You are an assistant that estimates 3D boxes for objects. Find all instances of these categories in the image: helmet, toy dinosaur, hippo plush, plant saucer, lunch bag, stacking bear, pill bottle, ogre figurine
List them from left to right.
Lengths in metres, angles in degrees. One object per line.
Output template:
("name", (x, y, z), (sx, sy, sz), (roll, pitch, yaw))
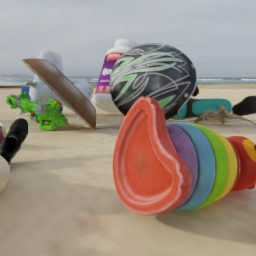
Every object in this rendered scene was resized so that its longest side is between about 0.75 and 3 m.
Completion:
("ogre figurine", (-2.316, -0.394, 7.619), (1.045, 1.743, 0.855), (15, 60, 26))
("lunch bag", (-3.207, -0.998, 10.596), (1.635, 1.082, 1.111), (2, -7, 15))
("hippo plush", (-2.009, -1.362, 8.885), (1.880, 1.863, 2.338), (15, 19, -4))
("plant saucer", (-1.604, -0.935, 7.129), (0.450, 2.462, 2.462), (-47, 20, -6))
("pill bottle", (-0.311, -1.951, 10.631), (1.497, 2.662, 1.497), (13, -14, 3))
("helmet", (0.622, -1.218, 7.655), (2.268, 2.268, 2.162), (-1, -20, -5))
("stacking bear", (0.765, 0.377, 2.961), (1.663, 1.010, 0.946), (5, -39, -32))
("toy dinosaur", (2.751, -0.346, 8.065), (1.799, 0.523, 0.909), (4, -1, 28))

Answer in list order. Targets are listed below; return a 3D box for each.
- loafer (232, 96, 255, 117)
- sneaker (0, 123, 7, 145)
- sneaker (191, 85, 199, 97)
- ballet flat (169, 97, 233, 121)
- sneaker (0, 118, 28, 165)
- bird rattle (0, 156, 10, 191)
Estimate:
("loafer", (3.493, -0.640, 7.946), (0.488, 0.503, 1.376), (-12, -3, -12))
("sneaker", (-3.003, 0.178, 5.450), (1.420, 0.532, 0.640), (-2, 16, 29))
("sneaker", (1.612, -1.142, 10.670), (2.621, 1.280, 0.926), (-31, -10, -13))
("ballet flat", (2.004, -0.635, 9.389), (2.795, 0.971, 0.971), (5, 10, 10))
("sneaker", (-1.790, 0.215, 4.379), (0.303, 1.008, 0.526), (31, -33, -21))
("bird rattle", (-2.168, 0.259, 2.791), (2.519, 1.419, 2.053), (10, -3, 32))
